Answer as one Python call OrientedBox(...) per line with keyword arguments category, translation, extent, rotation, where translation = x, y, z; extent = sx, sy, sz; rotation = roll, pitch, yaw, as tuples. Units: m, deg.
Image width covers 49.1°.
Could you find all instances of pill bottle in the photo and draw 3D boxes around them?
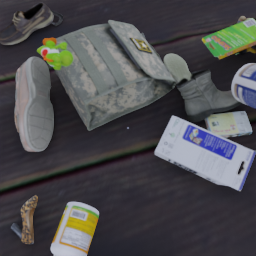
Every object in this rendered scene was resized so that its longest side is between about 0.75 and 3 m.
OrientedBox(category="pill bottle", translation=(3.516, -0.855, 6.676), extent=(1.065, 1.065, 1.919), rotation=(-25, 30, -12))
OrientedBox(category="pill bottle", translation=(-1.151, 2.309, 5.849), extent=(0.746, 0.746, 1.343), rotation=(14, 59, 7))

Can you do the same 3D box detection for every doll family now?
OrientedBox(category="doll family", translation=(4.015, -2.565, 8.763), extent=(2.041, 0.801, 1.180), rotation=(26, 62, 9))

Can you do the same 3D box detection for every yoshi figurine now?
OrientedBox(category="yoshi figurine", translation=(-1.655, -1.715, 6.610), extent=(0.652, 0.655, 1.165), rotation=(-38, 43, -2))

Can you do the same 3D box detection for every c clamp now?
OrientedBox(category="c clamp", translation=(-2.646, -3.728, 9.658), extent=(0.766, 0.104, 0.654), rotation=(21, 82, 11))

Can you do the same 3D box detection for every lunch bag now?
OrientedBox(category="lunch bag", translation=(-0.362, -1.661, 7.822), extent=(2.875, 1.690, 2.358), rotation=(-25, 67, -17))

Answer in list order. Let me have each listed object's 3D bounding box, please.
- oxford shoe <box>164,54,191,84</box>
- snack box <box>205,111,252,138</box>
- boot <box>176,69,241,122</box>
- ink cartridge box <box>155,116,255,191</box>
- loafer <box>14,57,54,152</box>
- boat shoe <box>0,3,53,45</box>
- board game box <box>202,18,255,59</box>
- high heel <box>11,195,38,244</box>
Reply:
OrientedBox(category="oxford shoe", translation=(1.580, -1.568, 8.410), extent=(0.644, 0.494, 1.712), rotation=(-25, 62, -9))
OrientedBox(category="snack box", translation=(2.796, -0.082, 7.838), extent=(1.145, 0.212, 0.665), rotation=(-6, 64, -3))
OrientedBox(category="boot", translation=(2.330, -1.044, 7.702), extent=(1.914, 0.648, 1.250), rotation=(-23, 111, -10))
OrientedBox(category="ink cartridge box", translation=(1.952, 0.655, 7.265), extent=(2.295, 0.450, 1.141), rotation=(26, 76, 13))
OrientedBox(category="loafer", translation=(-2.679, -0.612, 7.762), extent=(0.861, 0.984, 2.738), rotation=(-16, 69, 29))
OrientedBox(category="boat shoe", translation=(-3.429, -3.463, 9.128), extent=(1.962, 0.719, 0.731), rotation=(-37, 62, -10))
OrientedBox(category="board game box", translation=(3.072, -2.576, 8.117), extent=(1.714, 0.257, 0.819), rotation=(-22, 62, -7))
OrientedBox(category="high heel", translation=(-2.230, 2.150, 6.547), extent=(0.714, 0.358, 1.002), rotation=(30, 87, 25))
